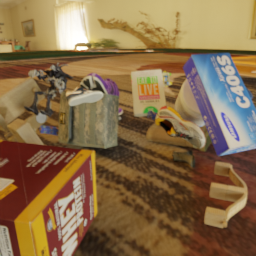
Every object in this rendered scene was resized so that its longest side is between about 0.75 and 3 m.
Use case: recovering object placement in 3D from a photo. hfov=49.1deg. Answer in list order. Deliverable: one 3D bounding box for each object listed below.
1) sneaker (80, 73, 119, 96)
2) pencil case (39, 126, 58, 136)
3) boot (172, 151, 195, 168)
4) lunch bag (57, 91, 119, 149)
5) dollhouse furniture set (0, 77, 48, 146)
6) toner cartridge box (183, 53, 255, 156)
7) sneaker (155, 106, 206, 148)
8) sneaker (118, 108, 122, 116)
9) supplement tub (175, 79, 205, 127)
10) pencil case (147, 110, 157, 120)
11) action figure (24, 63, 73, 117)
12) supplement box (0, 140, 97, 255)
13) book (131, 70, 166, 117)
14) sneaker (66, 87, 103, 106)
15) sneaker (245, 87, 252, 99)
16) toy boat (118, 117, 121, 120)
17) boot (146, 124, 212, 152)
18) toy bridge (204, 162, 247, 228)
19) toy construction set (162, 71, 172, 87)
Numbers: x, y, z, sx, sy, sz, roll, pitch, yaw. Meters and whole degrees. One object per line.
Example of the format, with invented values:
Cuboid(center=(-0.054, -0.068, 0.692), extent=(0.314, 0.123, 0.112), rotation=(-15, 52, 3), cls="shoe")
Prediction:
Cuboid(center=(-1.090, -1.660, 11.740), extent=(1.168, 1.208, 2.896), rotation=(10, -11, 15), cls="sneaker")
Cuboid(center=(-3.107, 0.113, 11.106), extent=(0.813, 0.353, 0.317), rotation=(10, 37, -32), cls="pencil case")
Cuboid(center=(1.888, 1.085, 9.642), extent=(0.734, 0.381, 1.124), rotation=(-3, 13, 6), cls="boot")
Cuboid(center=(-1.648, -0.337, 10.457), extent=(2.385, 1.956, 1.402), rotation=(5, 4, 22), cls="lunch bag")
Cuboid(center=(-2.966, -0.175, 9.398), extent=(1.993, 2.327, 2.446), rotation=(-43, 34, -27), cls="dollhouse furniture set")
Cuboid(center=(2.752, -0.764, 8.065), extent=(1.404, 2.955, 0.638), rotation=(-9, -21, -19), cls="toner cartridge box")
Cuboid(center=(1.705, 0.113, 9.380), extent=(1.902, 0.740, 0.781), rotation=(34, 53, 5), cls="sneaker")
Cuboid(center=(-0.872, -0.797, 13.905), extent=(1.479, 0.617, 0.596), rotation=(-20, 9, -43), cls="sneaker")
Cuboid(center=(2.538, -0.938, 10.038), extent=(1.569, 1.569, 2.379), rotation=(2, -9, 4), cls="supplement tub")
Cuboid(center=(1.046, -0.412, 10.061), extent=(0.756, 0.328, 0.295), rotation=(16, 53, -20), cls="pencil case")
Cuboid(center=(-2.702, -1.475, 9.614), extent=(1.263, 2.126, 1.085), rotation=(15, -16, 7), cls="action figure")
Cuboid(center=(-2.399, 1.679, 5.951), extent=(2.716, 1.803, 2.679), rotation=(5, 22, 13), cls="supplement box")
Cuboid(center=(0.812, -1.412, 11.445), extent=(1.294, 1.936, 0.465), rotation=(-3, -21, -4), cls="book")
Cuboid(center=(-1.146, -0.877, 7.326), extent=(1.000, 0.392, 0.397), rotation=(-14, 61, -35), cls="sneaker")
Cuboid(center=(3.855, -1.624, 11.524), extent=(0.878, 0.975, 2.503), rotation=(-14, 48, -41), cls="sneaker")
Cuboid(center=(-0.710, -0.541, 13.513), extent=(0.396, 0.716, 0.852), rotation=(-1, -12, 30), cls="toy boat")
Cuboid(center=(2.229, 0.139, 11.461), extent=(2.353, 0.778, 2.061), rotation=(11, 23, 29), cls="boot")
Cuboid(center=(2.738, 1.782, 7.684), extent=(0.960, 0.389, 2.855), rotation=(8, 22, 19), cls="toy bridge")
Cuboid(center=(1.668, -2.106, 13.079), extent=(0.633, 0.902, 1.375), rotation=(1, -21, -14), cls="toy construction set")
